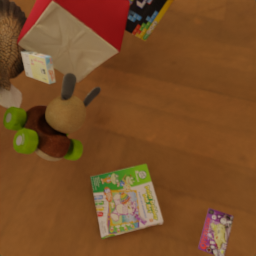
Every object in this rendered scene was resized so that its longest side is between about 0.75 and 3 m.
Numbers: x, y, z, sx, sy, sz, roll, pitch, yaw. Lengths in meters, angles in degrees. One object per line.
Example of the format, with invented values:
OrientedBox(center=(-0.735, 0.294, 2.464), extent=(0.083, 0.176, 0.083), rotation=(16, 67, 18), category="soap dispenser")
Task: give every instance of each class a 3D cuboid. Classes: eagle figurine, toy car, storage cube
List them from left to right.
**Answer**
OrientedBox(center=(-3.447, -1.775, 7.059), extent=(1.855, 2.458, 1.865), rotation=(6, 45, -37), category="eagle figurine")
OrientedBox(center=(-1.674, -0.389, 6.956), extent=(2.105, 1.729, 1.661), rotation=(-51, 54, 16), category="toy car")
OrientedBox(center=(-1.316, -2.641, 6.968), extent=(2.119, 1.811, 1.905), rotation=(31, 52, -33), category="storage cube")

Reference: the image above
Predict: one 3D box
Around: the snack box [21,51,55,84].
OrientedBox(center=(-1.908, -1.294, 5.928), extent=(0.932, 0.542, 0.173), rotation=(22, 37, 37), category="snack box")

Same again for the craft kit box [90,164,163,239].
OrientedBox(center=(-0.081, 2.101, 8.156), extent=(1.768, 0.434, 1.790), rotation=(-11, 62, -9), category="craft kit box")

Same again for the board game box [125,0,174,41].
OrientedBox(center=(0.359, -4.571, 8.700), extent=(2.470, 2.988, 0.847), rotation=(15, 36, -35), category="board game box")

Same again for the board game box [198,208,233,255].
OrientedBox(center=(2.021, 2.410, 6.441), extent=(0.579, 0.156, 0.965), rotation=(10, 69, 29), category="board game box")
